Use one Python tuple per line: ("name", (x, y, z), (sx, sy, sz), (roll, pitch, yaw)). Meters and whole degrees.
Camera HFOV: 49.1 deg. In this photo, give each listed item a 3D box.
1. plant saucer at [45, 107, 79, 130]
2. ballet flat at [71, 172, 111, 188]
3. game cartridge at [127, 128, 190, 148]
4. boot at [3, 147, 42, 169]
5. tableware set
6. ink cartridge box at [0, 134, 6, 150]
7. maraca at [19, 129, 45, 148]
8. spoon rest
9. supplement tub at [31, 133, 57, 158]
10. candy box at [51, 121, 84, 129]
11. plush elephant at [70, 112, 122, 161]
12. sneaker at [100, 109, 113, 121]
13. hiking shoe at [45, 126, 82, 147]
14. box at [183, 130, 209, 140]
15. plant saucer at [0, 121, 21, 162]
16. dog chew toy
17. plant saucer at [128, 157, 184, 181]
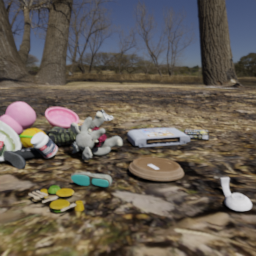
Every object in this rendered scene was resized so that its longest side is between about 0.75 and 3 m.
("plant saucer", (-3.254, -0.419, 13.696), (1.628, 0.413, 1.628), (17, 30, -10))
("ballet flat", (-1.081, 1.520, 8.323), (1.206, 0.406, 0.384), (8, 20, 6))
("game cartridge", (1.332, 0.415, 13.027), (2.567, 0.533, 1.710), (-3, 18, -14))
("boot", (-3.707, 1.079, 10.316), (1.093, 0.435, 1.327), (28, 12, 25))
("tableware set", (-1.782, 1.870, 7.285), (1.526, 0.234, 1.028), (9, 13, 38))
("ink cartridge box", (-5.307, 0.472, 10.381), (1.233, 0.511, 0.905), (25, 20, -24))
("maraca", (-3.859, 0.521, 11.677), (1.148, 0.896, 1.674), (12, -13, 0))
("spoon rest", (2.756, 1.790, 7.345), (0.631, 0.385, 1.270), (-4, 22, 0))
("supplement tub", (-3.130, 0.661, 10.469), (0.620, 0.883, 0.620), (-20, 39, 17))
("candy box", (-3.000, -0.003, 14.698), (1.059, 0.512, 1.814), (7, 16, 26))
("plush elephant", (-1.392, 0.390, 10.629), (1.999, 1.647, 1.548), (-29, -2, -5))
("sneaker", (-1.481, -0.849, 17.859), (1.134, 0.738, 0.452), (-7, 15, -28))
("hiking shoe", (-2.768, 0.484, 12.094), (2.437, 0.923, 1.227), (-1, 18, 35))
("box", (3.326, 0.332, 13.725), (1.197, 0.294, 0.964), (3, 10, 14))
("plant saucer", (-5.516, 0.503, 10.604), (2.730, 0.685, 2.730), (30, 22, -14))
("dog chew toy", (-5.273, -0.152, 12.779), (1.331, 1.331, 2.137), (14, 59, 46))
("plant saucer", (0.928, 1.311, 9.231), (1.825, 0.269, 1.825), (5, 12, -1))
